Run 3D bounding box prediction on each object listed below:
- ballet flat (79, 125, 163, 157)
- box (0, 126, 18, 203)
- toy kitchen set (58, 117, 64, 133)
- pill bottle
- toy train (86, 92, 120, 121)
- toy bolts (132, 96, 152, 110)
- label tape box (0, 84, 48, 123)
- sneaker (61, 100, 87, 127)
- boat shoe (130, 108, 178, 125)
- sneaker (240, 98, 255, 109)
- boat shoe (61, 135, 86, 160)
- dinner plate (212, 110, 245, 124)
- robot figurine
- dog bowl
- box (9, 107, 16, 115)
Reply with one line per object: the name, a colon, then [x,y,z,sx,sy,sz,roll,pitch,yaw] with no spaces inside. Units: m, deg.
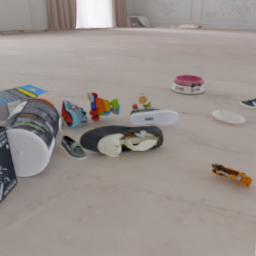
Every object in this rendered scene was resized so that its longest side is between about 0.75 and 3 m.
ballet flat: [-0.126,0.422,8.920,2.766,1.011,1.011,-4,25,-14]
box: [-3.646,1.049,6.578,1.093,1.734,1.763,4,25,8]
toy kitchen set: [-2.876,-0.113,10.714,0.726,0.534,0.906,-1,5,-2]
pill bottle: [-2.998,0.050,8.792,1.577,1.577,2.969,-1,27,-3]
toy train: [-0.909,-0.936,10.742,1.198,0.877,2.071,-2,-14,-3]
toy bolts: [0.562,-0.810,11.752,0.849,0.811,0.589,-21,51,11]
label tape box: [-5.032,-1.113,12.278,1.845,0.810,2.559,23,33,40]
sneaker: [-2.190,-0.547,11.430,0.898,0.745,1.880,1,29,-29]
boat shoe: [1.020,-0.518,11.128,1.907,0.684,0.646,-4,40,6]
sneaker: [5.929,-1.231,12.744,1.520,0.642,0.570,7,26,16]
boat shoe: [-1.787,0.623,9.059,0.467,0.396,1.283,-15,31,-38]
dinner plate: [4.190,-0.506,11.632,1.349,0.163,1.349,7,25,-3]
robot figurine: [2.760,1.255,7.600,1.088,0.317,0.789,19,-3,36]
dog bowl: [3.259,-2.362,15.130,1.811,0.668,1.811,1,25,0]
box: [-4.012,-0.658,11.572,0.718,0.588,1.512,18,30,34]
